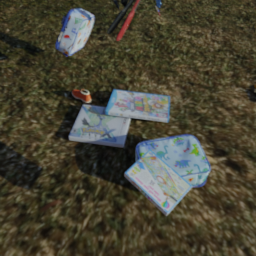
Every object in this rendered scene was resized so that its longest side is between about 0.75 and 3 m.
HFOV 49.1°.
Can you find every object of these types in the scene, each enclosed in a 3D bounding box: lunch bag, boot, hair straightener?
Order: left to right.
[{"bbox_3d":[-2.086,-3.721,10.976,0.810,1.718,2.144,29,26,-4],"label":"lunch bag"},{"bbox_3d":[-2.007,-1.478,11.923,1.063,0.570,0.399,28,53,27],"label":"boot"},{"bbox_3d":[-0.154,-5.286,12.002,1.123,2.917,0.597,34,24,3],"label":"hair straightener"},{"bbox_3d":[1.386,1.114,9.062,2.205,0.909,1.772,-9,47,-9],"label":"lunch bag"}]

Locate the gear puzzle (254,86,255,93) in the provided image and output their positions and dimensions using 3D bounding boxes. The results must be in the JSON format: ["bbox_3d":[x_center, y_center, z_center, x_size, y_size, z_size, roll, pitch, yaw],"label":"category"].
[{"bbox_3d":[5.874,-1.492,12.234,0.685,0.173,1.322,-8,42,-5],"label":"gear puzzle"}]

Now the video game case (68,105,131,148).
[{"bbox_3d":[-1.018,-0.122,10.785,2.063,0.227,1.880,7,45,7],"label":"video game case"}]

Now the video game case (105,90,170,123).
[{"bbox_3d":[0.444,-0.933,11.391,2.444,0.218,1.749,7,37,5],"label":"video game case"}]

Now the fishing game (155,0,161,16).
[{"bbox_3d":[0.978,-4.323,9.037,0.186,1.195,0.856,-13,50,-3],"label":"fishing game"}]

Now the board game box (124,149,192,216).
[{"bbox_3d":[0.729,1.312,6.914,1.408,0.241,0.946,42,66,18],"label":"board game box"}]
